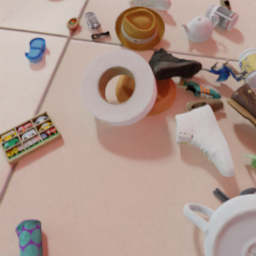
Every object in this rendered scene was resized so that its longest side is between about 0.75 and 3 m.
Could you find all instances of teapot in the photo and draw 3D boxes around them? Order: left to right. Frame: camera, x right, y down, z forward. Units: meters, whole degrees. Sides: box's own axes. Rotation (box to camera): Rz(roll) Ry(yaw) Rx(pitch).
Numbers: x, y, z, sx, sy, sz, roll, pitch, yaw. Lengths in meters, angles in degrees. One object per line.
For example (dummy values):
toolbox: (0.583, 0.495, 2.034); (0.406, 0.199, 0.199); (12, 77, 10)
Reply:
teapot: (3.175, -4.483, 12.367); (1.246, 0.922, 1.262); (25, 63, 29)
teapot: (3.305, 2.972, 7.415); (2.808, 2.078, 2.845); (-26, 85, 13)

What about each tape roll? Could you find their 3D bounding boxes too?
tape roll: (-0.320, -1.384, 10.001); (2.635, 0.922, 2.635); (-1, 83, 10)

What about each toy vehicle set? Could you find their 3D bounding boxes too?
toy vehicle set: (-3.514, 0.314, 9.978); (1.991, 0.264, 1.237); (-30, 64, -17)
toy vehicle set: (2.371, -1.972, 11.446); (0.526, 0.112, 0.847); (10, 59, 6)

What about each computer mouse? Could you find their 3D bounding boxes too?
computer mouse: (-1.535, -4.745, 13.003); (0.885, 0.354, 1.615); (-24, 67, -8)

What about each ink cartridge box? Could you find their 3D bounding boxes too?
ink cartridge box: (4.494, 1.171, 9.144); (1.383, 0.718, 0.410); (5, 96, 2)

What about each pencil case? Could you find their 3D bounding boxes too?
pencil case: (-2.775, 3.452, 7.841); (0.744, 0.685, 1.609); (-3, 57, -19)

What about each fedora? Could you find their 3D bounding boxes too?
fedora: (0.504, -4.465, 12.128); (2.256, 0.920, 2.256); (0, 82, 1)

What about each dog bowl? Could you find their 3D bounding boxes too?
dog bowl: (-3.977, -3.346, 12.148); (0.750, 0.334, 1.346); (4, 60, 3)

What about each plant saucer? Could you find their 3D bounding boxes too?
plant saucer: (0.699, -1.571, 11.008); (2.432, 0.455, 2.432); (0, 58, 0)

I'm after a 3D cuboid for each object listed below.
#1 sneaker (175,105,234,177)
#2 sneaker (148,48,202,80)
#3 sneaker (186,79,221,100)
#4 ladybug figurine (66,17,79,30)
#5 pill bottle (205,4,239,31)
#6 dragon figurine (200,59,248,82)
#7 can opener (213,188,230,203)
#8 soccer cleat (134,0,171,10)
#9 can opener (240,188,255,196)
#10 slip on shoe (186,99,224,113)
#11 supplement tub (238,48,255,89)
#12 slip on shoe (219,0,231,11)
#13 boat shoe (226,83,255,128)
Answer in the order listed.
sneaker: (2.441, 0.576, 9.518); (1.546, 0.986, 2.675); (-15, 58, 1)
sneaker: (1.805, -2.585, 11.044); (2.303, 0.880, 1.319); (-9, 56, -23)
sneaker: (2.892, -1.352, 10.869); (1.392, 0.497, 0.556); (30, 71, 14)
ladybug figurine: (-2.574, -4.828, 13.060); (0.554, 0.294, 0.816); (23, 62, 13)
pill bottle: (4.311, -5.155, 12.958); (1.375, 0.797, 0.797); (38, 66, 20)
dragon figurine: (3.683, -2.130, 11.018); (1.860, 0.925, 0.547); (-8, 25, 40)
can opener: (3.078, 2.254, 8.759); (0.250, 0.314, 0.939); (-45, 67, -5)
soccer cleat: (0.941, -6.204, 13.652); (1.057, 0.855, 2.447); (-43, 62, -15)
can opener: (4.212, 2.057, 8.759); (1.413, 0.472, 0.377); (-8, 54, 1)
slip on shoe: (2.900, -0.814, 10.430); (1.387, 0.420, 0.527); (0, 95, -1)
supplement tub: (5.032, -2.388, 11.164); (1.020, 1.020, 1.403); (-3, 58, -2)
slip on shoe: (4.806, -6.122, 13.782); (0.495, 0.395, 1.303); (5, 59, 3)
boat shoe: (4.759, -0.305, 9.580); (1.021, 1.022, 2.903); (-45, 80, 11)
